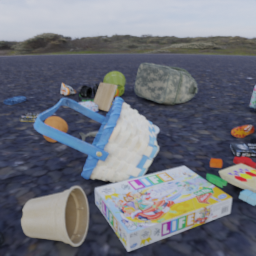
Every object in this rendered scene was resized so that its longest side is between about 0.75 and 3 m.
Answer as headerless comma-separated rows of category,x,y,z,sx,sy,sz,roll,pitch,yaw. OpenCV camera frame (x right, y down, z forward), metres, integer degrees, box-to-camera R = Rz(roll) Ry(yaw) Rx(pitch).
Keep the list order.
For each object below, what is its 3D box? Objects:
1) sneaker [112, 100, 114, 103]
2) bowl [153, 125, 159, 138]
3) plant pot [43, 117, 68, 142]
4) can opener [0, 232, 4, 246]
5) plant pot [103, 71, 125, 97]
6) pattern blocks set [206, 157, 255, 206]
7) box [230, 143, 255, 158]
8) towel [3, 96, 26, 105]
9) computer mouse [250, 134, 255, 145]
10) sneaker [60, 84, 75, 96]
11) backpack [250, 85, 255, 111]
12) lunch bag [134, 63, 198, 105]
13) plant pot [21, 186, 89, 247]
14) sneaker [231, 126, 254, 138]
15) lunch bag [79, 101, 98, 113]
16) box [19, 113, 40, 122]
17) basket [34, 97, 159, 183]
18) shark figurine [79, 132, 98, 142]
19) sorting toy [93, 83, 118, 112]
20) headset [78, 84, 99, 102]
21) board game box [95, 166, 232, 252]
sneaker,-0.635,-1.152,13.598,0.502,0.458,1.241,-6,21,-26
bowl,0.274,0.324,8.976,1.424,0.640,1.424,0,18,0
plant pot,-2.531,0.106,9.536,0.820,0.820,0.574,2,36,6
can opener,-3.363,1.777,4.641,2.482,0.976,0.787,11,12,4
plant pot,-0.717,-2.419,16.263,1.337,1.337,1.270,-3,33,-9
pattern blocks set,2.880,1.211,6.644,2.337,0.189,2.054,-1,20,-36
box,3.628,0.697,8.598,0.842,0.183,0.674,3,19,8
towel,-5.948,-1.457,14.719,0.614,0.267,1.101,7,20,21
computer mouse,4.337,0.331,8.887,0.840,0.320,1.212,-13,2,-9
sneaker,-3.596,-2.218,16.571,0.599,0.607,1.551,0,23,-29
backpack,6.369,-1.370,12.820,1.546,1.373,1.164,-11,26,-41
lunch bag,1.994,-2.310,14.918,2.321,1.928,2.767,5,13,-37
plant pot,-1.326,1.593,5.022,0.924,1.009,1.009,-8,17,14
sneaker,4.053,0.148,10.062,1.097,0.400,0.423,-7,-1,-32
lunch bag,-1.930,-0.943,13.071,0.821,0.387,1.024,-16,25,-33
box,-4.094,-0.436,11.884,0.783,0.193,0.625,4,21,10
basket,-0.717,0.167,7.017,2.764,1.923,2.437,31,18,-5
shark figurine,-0.995,0.184,9.321,1.162,0.485,0.694,8,38,-4
sorting toy,-1.019,-1.426,13.291,0.439,1.261,1.254,21,-2,-42
headset,-1.958,-1.826,15.421,1.344,1.022,2.176,2,34,7
board game box,0.690,1.523,5.839,2.364,0.405,1.589,-10,21,-26
